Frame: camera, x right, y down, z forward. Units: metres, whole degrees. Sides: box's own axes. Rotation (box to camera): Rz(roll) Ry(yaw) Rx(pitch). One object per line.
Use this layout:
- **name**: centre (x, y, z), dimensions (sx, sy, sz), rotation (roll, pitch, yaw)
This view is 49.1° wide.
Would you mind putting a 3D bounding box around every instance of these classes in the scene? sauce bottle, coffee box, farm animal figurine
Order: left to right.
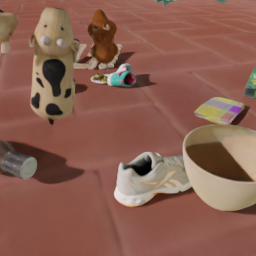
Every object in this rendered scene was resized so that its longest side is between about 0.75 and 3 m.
- **sauce bottle**: centre (-2.977, 0.548, 5.948), dimensions (2.287, 0.740, 0.740), rotation (16, 35, 23)
- **farm animal figurine**: centre (-1.486, -1.435, 4.004), dimensions (2.191, 2.713, 1.364), rotation (-41, 29, 19)
- **coffee box**: centre (4.714, -1.493, 9.558), dimensions (1.148, 0.411, 1.867), rotation (15, 35, 23)

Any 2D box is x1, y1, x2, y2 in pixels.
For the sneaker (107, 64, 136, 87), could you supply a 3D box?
- **sneaker**: centre (-0.032, -1.889, 10.018), dimensions (0.838, 0.581, 1.389), rotation (13, 42, 29)

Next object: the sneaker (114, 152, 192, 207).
- **sneaker**: centre (0.655, 0.800, 5.381), dimensions (1.932, 0.889, 0.732), rotation (-17, 36, -26)

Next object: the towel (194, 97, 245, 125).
- **towel**: centre (2.701, -0.526, 8.235), dimensions (1.059, 0.168, 1.475), rotation (21, 37, 31)

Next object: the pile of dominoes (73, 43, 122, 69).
- **pile of dominoes**: centre (-1.404, -3.073, 12.402), dimensions (1.983, 0.405, 2.544), rotation (4, 40, 6)

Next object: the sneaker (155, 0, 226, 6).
- **sneaker**: centre (1.209, -3.732, 7.246), dimensions (2.936, 1.169, 1.138), rotation (29, 18, 21)

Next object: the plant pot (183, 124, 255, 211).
- **plant pot**: centre (1.793, 0.837, 5.087), dimensions (1.672, 1.122, 1.672), rotation (0, 32, 0)

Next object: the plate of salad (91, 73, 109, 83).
- **plate of salad**: centre (-0.956, -1.861, 10.360), dimensions (0.854, 0.205, 0.854), rotation (0, 32, 0)
